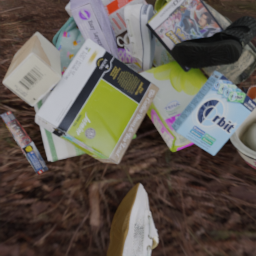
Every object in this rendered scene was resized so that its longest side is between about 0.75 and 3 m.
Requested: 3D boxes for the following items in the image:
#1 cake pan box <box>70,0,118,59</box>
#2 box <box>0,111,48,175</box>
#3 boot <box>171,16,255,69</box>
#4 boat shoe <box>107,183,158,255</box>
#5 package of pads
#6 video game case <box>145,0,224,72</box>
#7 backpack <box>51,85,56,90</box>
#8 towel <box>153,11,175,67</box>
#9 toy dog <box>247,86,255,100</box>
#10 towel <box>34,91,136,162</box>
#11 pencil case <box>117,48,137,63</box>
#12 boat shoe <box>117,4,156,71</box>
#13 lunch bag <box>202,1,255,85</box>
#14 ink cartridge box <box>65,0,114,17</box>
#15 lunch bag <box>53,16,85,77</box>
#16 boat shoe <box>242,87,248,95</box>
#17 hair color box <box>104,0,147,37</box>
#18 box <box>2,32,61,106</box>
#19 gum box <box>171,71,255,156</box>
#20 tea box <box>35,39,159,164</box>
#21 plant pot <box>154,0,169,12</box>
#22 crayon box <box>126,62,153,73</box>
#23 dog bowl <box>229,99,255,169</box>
[{"bbox_3d":[-0.902,-2.946,7.885,0.601,2.296,2.115,-18,49,8],"label":"cake pan box"},{"bbox_3d":[-2.620,0.358,7.046,0.306,1.050,1.534,-32,48,-21],"label":"box"},{"bbox_3d":[2.004,-1.978,6.493,1.735,0.653,1.297,11,50,37],"label":"boot"},{"bbox_3d":[0.157,2.053,5.326,0.825,0.843,2.380,32,30,-8],"label":"boat shoe"},{"bbox_3d":[1.479,-0.745,8.057,1.992,0.879,2.579,-20,58,-13],"label":"package of pads"},{"bbox_3d":[1.450,-2.449,6.924,1.426,1.578,0.201,-46,16,-2],"label":"video game case"},{"bbox_3d":[-2.629,-1.900,9.937,1.307,1.062,1.096,1,67,-1],"label":"backpack"},{"bbox_3d":[1.245,-2.895,9.846,0.518,2.150,1.841,-19,34,-7],"label":"towel"},{"bbox_3d":[3.830,-0.543,7.632,2.319,1.117,1.529,-17,45,6],"label":"toy dog"},{"bbox_3d":[-1.137,-0.240,7.451,2.406,0.369,1.795,-14,85,-21],"label":"towel"},{"bbox_3d":[-0.057,-3.045,11.608,1.519,0.649,0.637,4,42,4],"label":"pencil case"},{"bbox_3d":[0.211,-2.548,8.201,1.028,2.412,0.891,12,69,14],"label":"boat shoe"},{"bbox_3d":[2.842,-2.413,8.536,2.409,1.417,1.976,-2,55,-56],"label":"lunch bag"},{"bbox_3d":[-1.088,-4.358,9.929,0.815,1.413,1.948,30,81,28],"label":"ink cartridge box"},{"bbox_3d":[-1.513,-2.287,8.990,1.305,2.140,1.823,4,-2,13],"label":"lunch bag"},{"bbox_3d":[3.611,-0.759,8.622,2.688,0.837,1.003,13,35,12],"label":"boat shoe"},{"bbox_3d":[-0.193,-3.815,9.404,1.705,0.945,0.545,-26,62,16],"label":"hair color box"},{"bbox_3d":[-2.032,-1.360,6.144,0.909,0.744,1.914,-42,31,9],"label":"box"},{"bbox_3d":[1.741,-0.252,5.661,1.173,1.380,0.307,29,16,-26],"label":"gum box"},{"bbox_3d":[-0.746,-0.516,6.614,2.033,1.381,2.066,33,75,-12],"label":"tea box"},{"bbox_3d":[1.862,-4.280,10.367,1.250,1.360,1.360,-24,44,-15],"label":"plant pot"},{"bbox_3d":[0.671,-1.654,9.844,1.226,0.491,1.931,-20,47,-34],"label":"crayon box"},{"bbox_3d":[3.199,0.173,6.058,1.912,0.705,1.912,-16,43,15],"label":"dog bowl"}]
